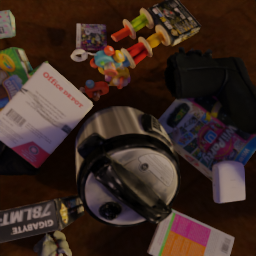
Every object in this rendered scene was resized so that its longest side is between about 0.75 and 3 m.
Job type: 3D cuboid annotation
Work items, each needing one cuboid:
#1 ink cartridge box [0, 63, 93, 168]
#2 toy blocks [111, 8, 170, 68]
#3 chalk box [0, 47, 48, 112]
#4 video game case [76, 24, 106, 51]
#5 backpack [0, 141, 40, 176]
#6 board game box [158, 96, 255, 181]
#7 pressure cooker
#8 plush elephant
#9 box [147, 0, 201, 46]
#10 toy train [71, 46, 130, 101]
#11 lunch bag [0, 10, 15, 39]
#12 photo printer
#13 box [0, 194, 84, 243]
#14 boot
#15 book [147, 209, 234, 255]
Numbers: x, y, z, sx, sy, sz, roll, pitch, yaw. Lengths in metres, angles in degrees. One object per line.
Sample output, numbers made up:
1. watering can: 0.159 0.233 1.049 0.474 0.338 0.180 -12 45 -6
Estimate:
1. ink cartridge box: -2.170 -0.334 7.176 1.556 0.907 2.150 41 90 -12
2. toy blocks: 0.065 -2.798 9.188 2.033 0.738 1.694 -34 65 -3
3. chalk box: -3.507 -1.321 8.138 2.568 1.603 1.592 -21 106 -5
4. video game case: -1.260 -3.108 9.580 1.008 0.180 0.913 1 79 -6
5. backpack: -3.170 0.518 8.141 1.410 1.069 1.689 1 75 -8
6. board game box: 2.348 0.151 8.359 2.658 0.854 1.961 39 77 9
7. pressure cooker: -0.051 0.995 6.811 2.434 2.767 2.472 1 115 -12
8. plush elephant: -1.995 3.266 7.543 0.801 0.852 1.034 17 112 -30
9. box: 1.527 -3.620 9.440 1.186 0.366 1.485 -33 77 -16
10. toy train: -0.762 -1.406 8.050 1.649 2.196 0.611 -10 67 2
11. lunch bag: -4.295 -3.484 9.583 0.764 0.547 0.897 -9 76 -4
12. photo printer: 2.631 1.386 7.326 0.865 0.361 1.040 -1 89 -17
13. box: -2.663 2.229 6.675 2.814 2.793 0.699 -13 80 -3
14. boot: 2.271 -1.011 7.628 2.227 1.006 2.718 -1 60 -14
15. book: 1.724 3.205 7.667 2.029 0.488 1.355 24 70 7
